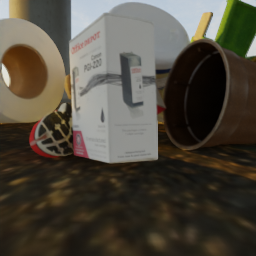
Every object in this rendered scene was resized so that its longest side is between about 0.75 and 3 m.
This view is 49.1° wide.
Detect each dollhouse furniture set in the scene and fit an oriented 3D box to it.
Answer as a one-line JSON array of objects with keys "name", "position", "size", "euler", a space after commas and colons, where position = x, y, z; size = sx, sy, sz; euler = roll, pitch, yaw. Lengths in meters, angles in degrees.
[{"name": "dollhouse furniture set", "position": [2.596, -1.761, 5.927], "size": [2.150, 1.079, 1.409], "euler": [14, 16, -14]}]

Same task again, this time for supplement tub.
[{"name": "supplement tub", "position": [1.346, -1.204, 8.022], "size": [1.618, 1.618, 2.232], "euler": [-2, -21, -15]}, {"name": "supplement tub", "position": [0.103, -1.244, 6.341], "size": [1.808, 1.808, 2.503], "euler": [-2, -34, -19]}]

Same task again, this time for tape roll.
[{"name": "tape roll", "position": [-3.535, -1.531, 8.152], "size": [1.944, 2.831, 2.831], "euler": [-1, 5, 35]}]

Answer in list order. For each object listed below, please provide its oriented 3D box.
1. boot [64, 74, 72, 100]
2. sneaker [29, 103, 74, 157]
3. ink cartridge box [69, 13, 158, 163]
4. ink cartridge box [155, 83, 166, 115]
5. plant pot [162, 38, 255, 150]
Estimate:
[{"name": "boot", "position": [-1.366, -1.415, 8.751], "size": [1.000, 2.846, 2.081], "euler": [-27, 32, -32]}, {"name": "sneaker", "position": [-1.214, 0.126, 4.386], "size": [0.734, 0.666, 1.729], "euler": [-28, 11, 5]}, {"name": "ink cartridge box", "position": [-0.223, -0.424, 3.479], "size": [0.675, 1.593, 1.160], "euler": [-1, 0, -31]}, {"name": "ink cartridge box", "position": [-0.077, -0.425, 4.862], "size": [1.224, 0.904, 0.524], "euler": [-34, -29, 26]}, {"name": "plant pot", "position": [1.750, -0.431, 4.733], "size": [1.724, 1.742, 1.742], "euler": [6, 3, -22]}]
